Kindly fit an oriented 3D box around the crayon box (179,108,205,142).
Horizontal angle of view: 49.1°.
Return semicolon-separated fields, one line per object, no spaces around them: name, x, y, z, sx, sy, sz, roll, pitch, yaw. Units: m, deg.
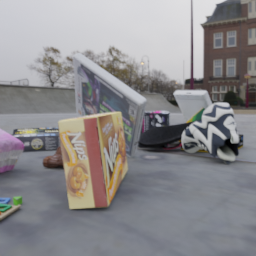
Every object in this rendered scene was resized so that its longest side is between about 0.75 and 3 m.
crayon box;2.529;0.022;11.575;1.767;0.456;1.111;-40;-14;-4

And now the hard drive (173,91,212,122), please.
hard drive;3.241;-0.539;12.746;0.349;2.612;1.723;-45;31;-24

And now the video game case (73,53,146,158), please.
video game case;-0.684;-0.622;8.590;2.706;2.460;0.316;38;55;23

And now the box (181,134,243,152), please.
box;3.284;0.534;10.763;1.775;0.549;2.223;2;5;33

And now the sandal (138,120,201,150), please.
sandal;1.798;0.349;10.201;2.937;0.662;1.103;-11;32;5

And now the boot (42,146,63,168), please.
boot;-1.433;0.818;7.733;1.382;0.444;1.288;-1;20;22

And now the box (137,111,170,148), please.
box;1.100;-0.002;11.796;1.220;1.405;2.127;1;5;10

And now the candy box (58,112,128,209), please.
candy box;-0.562;0.469;5.705;0.710;1.482;2.568;-7;4;8

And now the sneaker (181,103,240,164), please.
sneaker;2.553;0.556;8.628;0.985;1.606;2.468;3;-34;-25

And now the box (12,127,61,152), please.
box;-3.213;0.420;11.182;2.614;0.642;2.107;-2;11;-19

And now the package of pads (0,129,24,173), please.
package of pads;-4.055;0.223;6.760;2.614;0.989;1.575;28;6;11

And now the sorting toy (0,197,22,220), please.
sorting toy;-2.187;1.268;4.340;0.764;0.185;1.356;1;5;10
